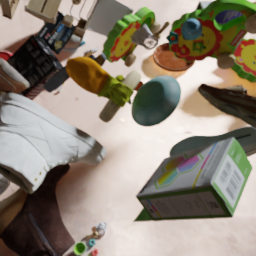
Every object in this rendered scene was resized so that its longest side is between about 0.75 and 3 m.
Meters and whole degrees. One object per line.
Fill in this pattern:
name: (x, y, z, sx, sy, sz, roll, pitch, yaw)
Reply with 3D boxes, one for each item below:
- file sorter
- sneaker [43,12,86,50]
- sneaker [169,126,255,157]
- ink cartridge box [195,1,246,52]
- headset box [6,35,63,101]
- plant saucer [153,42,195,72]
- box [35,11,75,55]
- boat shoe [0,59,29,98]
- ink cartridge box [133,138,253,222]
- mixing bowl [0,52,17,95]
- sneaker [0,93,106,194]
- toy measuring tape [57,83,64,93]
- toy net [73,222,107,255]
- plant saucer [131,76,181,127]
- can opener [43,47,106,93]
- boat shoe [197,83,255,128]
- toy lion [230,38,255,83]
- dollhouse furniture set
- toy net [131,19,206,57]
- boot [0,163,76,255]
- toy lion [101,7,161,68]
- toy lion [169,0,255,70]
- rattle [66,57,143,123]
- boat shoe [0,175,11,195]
file sorter: (-0.938, -4.095, 9.937, 1.119, 1.247, 1.797, 43, 25, 25)
sneaker: (-3.132, -4.707, 13.318, 2.851, 1.152, 1.091, 38, 60, 24)
sneaker: (2.300, 0.659, 7.429, 2.392, 0.847, 0.874, -12, 49, 25)
ink cartridge box: (3.000, -3.276, 9.394, 2.146, 2.126, 0.466, -5, 64, -13)
headset box: (-3.188, -1.853, 9.140, 1.812, 0.700, 1.348, -39, 83, 15)
plant saucer: (2.092, -3.190, 12.715, 1.946, 0.314, 1.946, 0, 54, 0)
box: (-2.490, -3.315, 9.742, 1.194, 0.949, 0.275, -55, 39, -4)
boat shoe: (-3.440, -1.132, 7.619, 1.009, 2.665, 0.957, 44, 72, -20)
ink cartridge box: (0.980, 1.089, 5.374, 0.709, 2.390, 1.241, 54, 48, -10)
mixing bowl: (-5.098, -2.172, 11.334, 2.468, 1.337, 2.468, 0, 54, -1)
sneaker: (-1.797, 0.702, 6.342, 1.101, 2.990, 1.728, -9, 59, 40)
toy measuring tape: (-2.822, -2.009, 11.785, 0.418, 0.418, 1.136, 5, 54, 4)
toy net: (-0.973, 3.214, 8.004, 0.633, 0.233, 1.206, 32, 59, 22)
plant saucer: (0.587, -0.729, 6.888, 1.471, 0.283, 1.471, -21, 53, 31)
can opener: (-1.370, -1.414, 7.255, 0.604, 1.805, 0.481, 51, 21, -10)
boat shoe: (2.161, -0.557, 5.646, 1.630, 0.617, 0.585, 35, 94, 33)
toy lion: (5.715, -2.708, 11.595, 2.918, 1.002, 2.797, -32, 73, -22)
dollhouse furniture set: (-2.466, -3.800, 8.807, 2.571, 1.138, 1.332, 20, 78, -15)
toy net: (1.090, -2.406, 7.732, 1.979, 0.382, 1.038, -7, 92, 4)
boot: (-2.301, 2.501, 8.265, 2.355, 1.024, 2.831, 43, 64, 15)
toy lion: (0.059, -3.199, 9.694, 0.805, 2.247, 2.345, 40, 93, 11)
toy lion: (2.510, -2.901, 8.553, 2.349, 2.451, 0.841, 16, 57, -10)
rattle: (-0.524, -1.236, 7.735, 1.762, 1.606, 2.466, 21, 30, 4)
boat shoe: (-4.701, 2.138, 8.482, 0.833, 0.878, 2.319, 26, 48, 22)
